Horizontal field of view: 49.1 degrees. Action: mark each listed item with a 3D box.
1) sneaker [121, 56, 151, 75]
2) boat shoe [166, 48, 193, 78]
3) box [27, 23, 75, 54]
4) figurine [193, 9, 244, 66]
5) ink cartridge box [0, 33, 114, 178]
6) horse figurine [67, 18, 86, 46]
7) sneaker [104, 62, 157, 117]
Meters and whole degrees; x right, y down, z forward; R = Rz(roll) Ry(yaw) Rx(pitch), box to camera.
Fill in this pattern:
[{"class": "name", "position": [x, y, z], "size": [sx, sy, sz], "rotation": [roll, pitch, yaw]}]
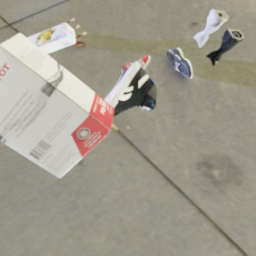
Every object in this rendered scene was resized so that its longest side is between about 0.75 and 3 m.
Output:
[{"class": "sneaker", "position": [0.223, -1.962, 8.805], "size": [0.661, 0.419, 1.176], "rotation": [34, 65, -9]}, {"class": "boat shoe", "position": [2.066, -2.576, 11.314], "size": [0.544, 0.682, 1.804], "rotation": [-11, 44, -9]}, {"class": "box", "position": [-2.722, -2.442, 8.347], "size": [2.406, 0.499, 0.466], "rotation": [-14, 76, 19]}, {"class": "figurine", "position": [2.433, -2.502, 7.856], "size": [0.504, 1.142, 1.170], "rotation": [-21, 73, -33]}, {"class": "ink cartridge box", "position": [-1.912, -0.403, 6.123], "size": [2.628, 1.929, 1.089], "rotation": [39, 26, -20]}, {"class": "horse figurine", "position": [-2.574, -4.182, 12.521], "size": [1.154, 0.435, 1.741], "rotation": [-33, 66, -8]}, {"class": "sneaker", "position": [0.107, -0.684, 7.884], "size": [1.293, 0.845, 2.312], "rotation": [40, 64, -17]}]
